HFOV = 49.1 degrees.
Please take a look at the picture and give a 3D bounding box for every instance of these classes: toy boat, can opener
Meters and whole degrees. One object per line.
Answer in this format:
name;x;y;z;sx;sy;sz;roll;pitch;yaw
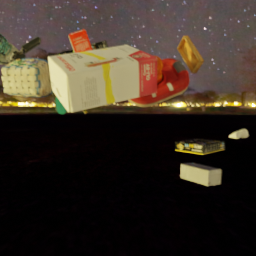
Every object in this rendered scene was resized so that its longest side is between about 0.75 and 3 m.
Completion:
toy boat;0.917;-1.870;10.007;2.487;1.623;1.626;-23;-34;-4
can opener;-4.163;-3.169;11.478;1.543;0.513;0.406;-49;9;-26

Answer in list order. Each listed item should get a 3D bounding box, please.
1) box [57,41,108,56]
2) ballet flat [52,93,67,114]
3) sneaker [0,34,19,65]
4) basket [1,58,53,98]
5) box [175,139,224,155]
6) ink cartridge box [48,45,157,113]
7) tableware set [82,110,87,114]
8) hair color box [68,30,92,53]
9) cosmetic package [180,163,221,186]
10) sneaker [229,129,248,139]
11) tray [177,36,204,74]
box;-1.846;-2.678;13.704;2.514;2.603;0.619;-21;5;-14
ballet flat;-3.114;-1.711;12.950;0.860;2.318;0.860;7;43;-6
sneaker;-5.425;-3.357;11.397;1.214;1.091;2.811;6;-8;29
basket;-3.612;-1.906;10.717;1.877;1.481;2.129;1;11;6
box;2.457;0.624;9.594;1.386;0.342;1.107;-4;8;-44
ink cartridge box;-0.792;-1.601;8.498;2.770;1.155;2.011;-16;33;-23
tableware set;-2.323;-1.055;14.056;0.128;0.833;0.561;-38;11;6
hair color box;-1.589;-2.592;10.904;0.693;2.264;1.149;-19;23;-3
cosmetic package;1.472;0.941;5.719;0.406;0.343;0.761;1;1;-36
sneaker;5.239;0.310;13.310;1.131;0.426;0.500;-5;-5;-36
tray;2.735;-3.237;12.365;0.286;1.543;0.761;-13;-27;-23
